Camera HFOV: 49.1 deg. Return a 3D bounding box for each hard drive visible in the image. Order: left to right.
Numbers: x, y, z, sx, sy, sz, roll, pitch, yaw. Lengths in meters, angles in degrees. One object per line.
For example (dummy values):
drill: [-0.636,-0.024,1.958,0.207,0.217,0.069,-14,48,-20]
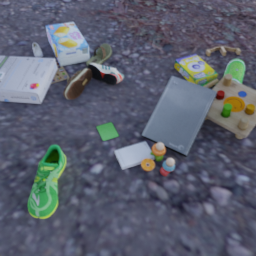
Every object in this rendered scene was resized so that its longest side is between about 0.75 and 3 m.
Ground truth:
hard drive: [0.204,0.883,9.119,1.115,0.149,0.736,-16,49,-15]
hard drive: [1.710,-0.418,9.447,1.655,0.390,2.371,24,82,21]

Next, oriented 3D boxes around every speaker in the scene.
speaker: [4.338,-2.116,11.529,0.768,0.768,1.738,17,49,15]

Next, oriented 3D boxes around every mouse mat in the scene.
mouse mat: [-0.735,0.126,9.916,0.627,0.029,0.779,-17,50,-15]

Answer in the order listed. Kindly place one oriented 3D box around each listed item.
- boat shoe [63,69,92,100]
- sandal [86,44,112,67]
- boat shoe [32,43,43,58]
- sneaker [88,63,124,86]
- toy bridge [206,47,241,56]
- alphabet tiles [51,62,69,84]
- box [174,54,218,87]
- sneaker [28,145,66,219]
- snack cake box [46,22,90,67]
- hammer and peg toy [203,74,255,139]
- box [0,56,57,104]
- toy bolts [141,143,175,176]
boat shoe: [-2.156,-1.754,11.326,0.691,0.690,1.868,7,39,24]
sandal: [-1.296,-3.376,12.857,0.721,0.518,1.816,16,49,15]
boat shoe: [-4.311,-3.724,13.228,0.393,0.454,1.064,-16,49,-14]
sneaker: [-0.939,-2.332,11.942,1.682,0.592,0.786,28,36,25]
toy bridge: [4.509,-3.665,13.334,1.638,0.223,0.550,-4,46,-3]
alphabet tiles: [-3.562,-2.298,12.167,1.666,0.063,1.393,-21,50,-18]
box: [2.936,-2.393,11.993,1.118,0.461,1.906,-19,51,-16]
sneaker: [-2.367,1.460,8.018,0.851,0.960,2.298,1,47,0]
snack cake box: [-2.863,-3.999,13.200,1.418,0.829,2.466,-17,49,-17]
hammer and peg toy: [3.462,-1.048,10.126,2.823,0.995,2.076,34,66,28]
box: [-4.689,-2.050,11.500,2.965,0.610,2.312,3,48,6]
toy bolts: [0.957,1.000,8.552,0.931,0.676,0.975,-36,66,-28]
